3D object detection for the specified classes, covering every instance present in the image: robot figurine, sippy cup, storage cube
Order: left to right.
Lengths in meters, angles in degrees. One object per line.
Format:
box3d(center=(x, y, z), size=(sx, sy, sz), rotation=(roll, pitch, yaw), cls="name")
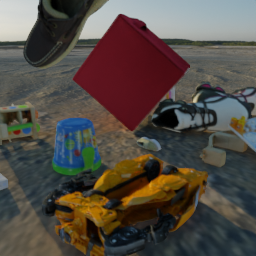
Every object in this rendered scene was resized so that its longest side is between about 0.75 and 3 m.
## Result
box3d(center=(-1.113, 0.335, 5.997), size=(1.366, 1.001, 1.072), rotation=(9, 20, 24), cls="sippy cup")
box3d(center=(0.062, 1.081, 4.117), size=(1.814, 0.728, 2.502), rotation=(15, 22, 39), cls="robot figurine")
box3d(center=(0.215, -1.745, 8.878), size=(2.427, 2.700, 2.308), rotation=(41, 23, 1), cls="storage cube")

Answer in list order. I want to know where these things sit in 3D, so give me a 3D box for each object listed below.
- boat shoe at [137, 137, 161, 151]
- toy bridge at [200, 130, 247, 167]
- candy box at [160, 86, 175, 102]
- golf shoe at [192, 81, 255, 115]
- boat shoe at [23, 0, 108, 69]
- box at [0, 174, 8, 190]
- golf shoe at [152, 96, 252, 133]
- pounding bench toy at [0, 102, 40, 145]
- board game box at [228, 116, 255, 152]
box3d(center=(0.509, 0.432, 6.997), size=(0.254, 0.294, 0.817), rotation=(-27, 19, -22), cls="boat shoe")
box3d(center=(2.530, 0.348, 7.036), size=(2.565, 0.349, 0.862), rotation=(-16, 23, -41), cls="toy bridge")
box3d(center=(1.233, -1.754, 12.357), size=(1.656, 1.130, 0.505), rotation=(13, 24, 38), cls="candy box")
box3d(center=(3.710, -0.712, 9.683), size=(2.973, 1.148, 1.310), rotation=(5, 46, 3), cls="golf shoe")
box3d(center=(-1.328, -2.323, 5.514), size=(1.067, 2.915, 0.945), rotation=(51, 27, 7), cls="boat shoe")
box3d(center=(-2.770, 1.005, 5.253), size=(0.885, 0.182, 0.690), rotation=(15, 24, 42), cls="box")
box3d(center=(1.994, -0.243, 7.991), size=(2.781, 1.081, 1.314), rotation=(-1, 20, 30), cls="golf shoe")
box3d(center=(-2.959, -0.099, 7.532), size=(1.134, 0.904, 1.454), rotation=(-9, 20, -27), cls="pounding bench toy")
box3d(center=(3.870, 0.185, 6.452), size=(2.194, 0.284, 2.194), rotation=(-11, 33, -12), cls="board game box")
